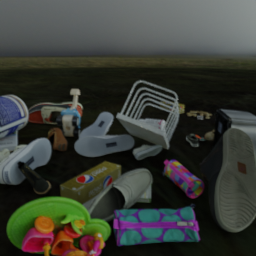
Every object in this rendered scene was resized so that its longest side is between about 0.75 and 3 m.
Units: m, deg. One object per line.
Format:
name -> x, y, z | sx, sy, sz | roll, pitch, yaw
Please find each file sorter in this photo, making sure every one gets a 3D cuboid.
file sorter -> 0.810, -0.371, 9.340 | 1.550, 1.391, 2.234 | 23, -9, 16

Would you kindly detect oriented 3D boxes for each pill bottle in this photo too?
pill bottle -> -5.028, -0.284, 10.316 | 1.489, 1.489, 2.574 | 4, 17, 15
pill bottle -> 0.989, -0.057, 11.943 | 1.108, 0.628, 0.628 | 7, 18, 23

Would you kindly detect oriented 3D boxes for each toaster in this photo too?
toaster -> 3.296, 0.353, 8.651 | 1.081, 1.647, 1.821 | 2, 14, 5

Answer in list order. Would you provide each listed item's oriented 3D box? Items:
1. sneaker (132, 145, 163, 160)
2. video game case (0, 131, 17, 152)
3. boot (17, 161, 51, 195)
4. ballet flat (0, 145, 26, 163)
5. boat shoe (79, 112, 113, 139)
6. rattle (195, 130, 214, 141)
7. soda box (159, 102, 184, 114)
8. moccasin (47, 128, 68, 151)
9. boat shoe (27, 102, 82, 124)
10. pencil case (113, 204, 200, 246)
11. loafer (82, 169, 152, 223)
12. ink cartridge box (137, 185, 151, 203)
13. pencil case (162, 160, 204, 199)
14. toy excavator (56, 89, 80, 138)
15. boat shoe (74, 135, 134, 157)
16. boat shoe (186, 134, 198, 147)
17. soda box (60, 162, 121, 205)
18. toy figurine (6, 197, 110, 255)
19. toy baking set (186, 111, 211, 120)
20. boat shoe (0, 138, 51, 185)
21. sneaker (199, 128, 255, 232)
sneaker -> 0.660, 0.728, 9.502 | 1.147, 0.419, 0.406 | -12, 48, -34
video game case -> -5.402, 0.443, 10.924 | 2.018, 0.254, 2.818 | -7, 18, -20
boot -> -2.437, 1.273, 7.135 | 1.036, 0.717, 0.401 | 14, 52, 45
ballet flat -> -3.641, 0.870, 8.837 | 1.698, 0.600, 0.600 | -14, 22, -40
boat shoe -> -1.207, 0.226, 10.858 | 0.784, 0.696, 2.130 | 29, 43, 12
rattle -> 3.354, 0.568, 10.598 | 1.426, 1.018, 0.928 | -15, -15, 16
soda box -> 2.486, -1.175, 15.987 | 0.504, 0.476, 1.487 | -14, 22, -36
moccasin -> -2.764, 0.431, 10.480 | 0.649, 0.615, 1.682 | 2, 24, -27
boat shoe -> -3.544, -0.592, 13.226 | 2.783, 0.991, 0.871 | -6, 40, 5
pencil case -> 0.517, 1.855, 5.332 | 1.594, 0.678, 0.737 | -2, -23, -3
loafer -> -0.182, 1.493, 6.004 | 2.079, 0.727, 0.726 | -31, 0, -35
ink cartridge box -> 0.104, 1.537, 6.822 | 0.904, 0.268, 0.469 | 1, 52, 5
pencil case -> 1.418, 1.313, 7.375 | 0.581, 0.581, 1.315 | -7, 20, -22
toy excavator -> -2.352, -0.608, 11.712 | 0.844, 1.642, 1.689 | 2, 30, 3
boat shoe -> -0.814, 0.630, 9.746 | 2.034, 0.748, 0.665 | -1, -6, -4
boat shoe -> 2.516, 0.418, 10.877 | 0.357, 0.321, 1.009 | -1, 17, -4
soda box -> -0.889, 1.421, 7.093 | 0.575, 0.543, 1.697 | 11, 20, 33
toy figurine -> -0.925, 2.147, 4.147 | 1.794, 1.347, 1.652 | 23, 23, -28
toy baking set -> 3.793, -0.641, 14.790 | 1.160, 0.176, 1.511 | -18, 24, -39
boat shoe -> -3.097, 0.904, 8.267 | 0.775, 0.872, 2.371 | -3, 12, 14
sneaker -> 2.325, 1.408, 6.765 | 1.024, 1.454, 2.738 | 26, 48, 1
